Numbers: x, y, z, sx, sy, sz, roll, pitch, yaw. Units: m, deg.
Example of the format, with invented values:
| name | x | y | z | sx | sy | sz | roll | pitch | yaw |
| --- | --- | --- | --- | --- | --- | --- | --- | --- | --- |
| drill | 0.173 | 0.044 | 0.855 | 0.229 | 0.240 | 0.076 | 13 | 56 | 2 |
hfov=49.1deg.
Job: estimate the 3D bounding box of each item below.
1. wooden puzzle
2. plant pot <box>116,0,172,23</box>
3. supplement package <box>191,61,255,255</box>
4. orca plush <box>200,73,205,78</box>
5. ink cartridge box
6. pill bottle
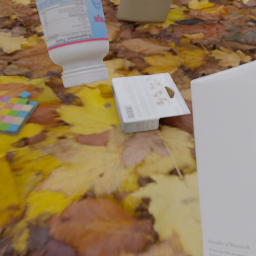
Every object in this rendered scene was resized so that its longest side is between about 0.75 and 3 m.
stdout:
| name | x | y | z | sx | sy | sz | roll | pitch | yaw |
| --- | --- | --- | --- | --- | --- | --- | --- | --- | --- |
| wooden puzzle | -3.278 | -0.356 | 7.444 | 1.293 | 0.153 | 2.180 | 7 | 44 | 7 |
| plant pot | 0.949 | -5.775 | 11.800 | 2.030 | 2.293 | 2.291 | 18 | 45 | 0 |
| supplement package | 1.410 | 0.455 | 2.492 | 1.174 | 1.160 | 1.937 | 7 | 76 | -44 |
| orca plush | 2.728 | -1.312 | 8.203 | 0.737 | 0.498 | 1.401 | -26 | 49 | -25 |
| ink cartridge box | 0.540 | -0.756 | 7.677 | 1.711 | 0.429 | 1.972 | -7 | 44 | -8 |
| pill bottle | -1.039 | -1.962 | 5.438 | 1.199 | 2.204 | 1.199 | -11 | 13 | 2 |
